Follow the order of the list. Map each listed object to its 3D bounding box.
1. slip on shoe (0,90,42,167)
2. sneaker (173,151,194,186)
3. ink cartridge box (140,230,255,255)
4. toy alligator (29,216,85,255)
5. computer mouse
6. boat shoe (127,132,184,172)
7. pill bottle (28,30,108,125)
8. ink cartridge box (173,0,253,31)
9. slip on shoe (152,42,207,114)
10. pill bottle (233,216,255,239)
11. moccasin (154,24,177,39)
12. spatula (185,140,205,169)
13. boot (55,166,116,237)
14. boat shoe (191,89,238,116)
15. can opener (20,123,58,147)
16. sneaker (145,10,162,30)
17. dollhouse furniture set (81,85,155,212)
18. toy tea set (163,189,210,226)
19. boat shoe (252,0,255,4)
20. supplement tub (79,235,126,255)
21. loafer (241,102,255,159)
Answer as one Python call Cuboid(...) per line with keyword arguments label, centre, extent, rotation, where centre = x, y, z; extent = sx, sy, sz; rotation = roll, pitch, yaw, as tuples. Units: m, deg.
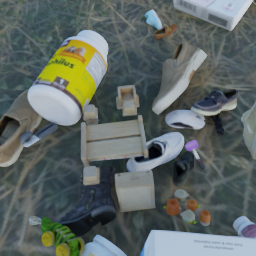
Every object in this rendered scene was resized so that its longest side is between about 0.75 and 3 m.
Cuboid(label="slip on shoe", centre=(-2.970, -0.172, 7.411), extent=(0.907, 0.723, 2.385), rotation=(13, 58, 8))
Cuboid(label="sneaker", centre=(1.376, 0.881, 6.813), extent=(0.376, 0.564, 0.985), rotation=(21, 54, 23))
Cuboid(label="ink cartridge box", centre=(1.186, 3.291, 4.315), extent=(1.997, 2.032, 2.761), rotation=(5, 57, -1))
Cuboid(label="toy alligator", centre=(-1.395, 2.014, 5.404), extent=(1.587, 0.526, 0.381), rotation=(24, 99, 31))
Cuboid(label="computer mouse", centre=(1.803, -0.234, 7.648), extent=(1.555, 0.341, 0.853), rotation=(5, 50, 3))
Cuboid(label="boat shoe", centre=(0.781, 0.556, 6.905), extent=(1.820, 0.595, 0.670), rotation=(-33, 70, -30))
Cuboid(label="pill bottle", centre=(-1.514, -1.492, 7.832), extent=(1.462, 1.462, 2.676), rotation=(16, 58, 10))
Cuboid(label="ink cartridge box", centre=(3.497, -5.259, 10.490), extent=(2.431, 0.853, 2.991), rotation=(31, 77, 19))
Cuboid(label="slip on shoe", centre=(1.302, -1.509, 7.939), extent=(0.860, 1.079, 2.838), rotation=(40, 60, -4))
Cuboid(label="pill bottle", centre=(2.588, 2.261, 5.851), extent=(0.430, 0.430, 0.784), rotation=(-17, 33, -11))
Cuboid(label="moccasin", centre=(1.282, -3.350, 9.610), extent=(0.826, 0.319, 0.302), rotation=(-18, 70, 9))
Cuboid(label="spatula", centre=(1.640, 0.668, 6.701), extent=(0.295, 1.043, 0.107), rotation=(-25, 33, 12))
Cuboid(label="boot", centre=(-0.967, 1.601, 6.312), extent=(1.610, 0.557, 1.401), rotation=(-20, 38, 4))
Cuboid(label="boat shoe", centre=(2.368, -0.737, 7.557), extent=(1.722, 0.558, 0.619), rotation=(-12, 32, -34))
Cuboid(label="can opener", centre=(-2.300, 0.128, 7.215), extent=(0.268, 0.336, 1.006), rotation=(25, 50, 36))
Cuboid(label="sneaker", centre=(0.901, -3.795, 10.062), extent=(0.425, 0.383, 1.037), rotation=(-25, 56, 7))
Cuboid(label="dollhouse furniture set", centre=(-0.286, 0.446, 6.782), extent=(1.471, 1.256, 2.837), rotation=(-7, 52, 0))
Cuboid(label="toy tea set", centre=(1.298, 1.843, 6.152), extent=(0.610, 0.380, 1.026), rotation=(-29, 42, -27))
Cuboid(label="boat shoe", centre=(5.045, -5.105, 10.832), extent=(0.500, 0.440, 1.406), rotation=(-38, 66, -24))
Cuboid(label="supplement tub", centre=(-0.661, 2.793, 5.355), extent=(0.882, 0.882, 1.213), rotation=(29, 63, 18))
Cuboid(label="loafer", centre=(3.043, -0.244, 6.360), extent=(0.883, 2.333, 0.797), rotation=(-19, 45, -14))
